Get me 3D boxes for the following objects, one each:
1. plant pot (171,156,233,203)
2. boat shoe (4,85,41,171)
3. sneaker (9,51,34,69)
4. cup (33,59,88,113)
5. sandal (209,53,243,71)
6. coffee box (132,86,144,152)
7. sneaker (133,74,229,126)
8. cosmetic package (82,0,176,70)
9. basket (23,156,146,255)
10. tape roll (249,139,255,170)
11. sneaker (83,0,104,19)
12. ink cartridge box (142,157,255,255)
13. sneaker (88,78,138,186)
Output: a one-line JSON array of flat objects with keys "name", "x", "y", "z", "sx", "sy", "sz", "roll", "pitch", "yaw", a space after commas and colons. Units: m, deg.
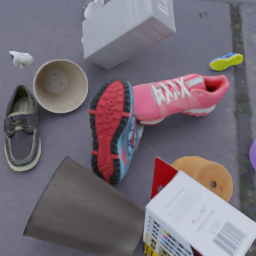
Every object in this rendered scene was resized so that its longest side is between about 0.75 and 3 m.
[{"name": "plant pot", "x": 1.462, "y": 1.136, "z": 5.584, "sx": 1.238, "sy": 0.867, "sz": 1.238, "roll": 4, "pitch": 76, "yaw": -16}, {"name": "boat shoe", "x": -2.739, "y": -0.083, "z": 7.066, "sx": 0.911, "sy": 0.806, "sz": 2.488, "roll": -12, "pitch": 51, "yaw": -11}, {"name": "sneaker", "x": -2.766, "y": -1.822, "z": 7.311, "sx": 0.422, "sy": 0.391, "sz": 1.041, "roll": -21, "pitch": 7, "yaw": -3}, {"name": "cup", "x": -1.949, "y": -1.236, "z": 7.818, "sx": 1.433, "sy": 1.433, "sz": 1.025, "roll": -20, "pitch": 25, "yaw": -17}, {"name": "sandal", "x": 3.125, "y": -2.169, "z": 9.062, "sx": 1.039, "sy": 0.413, "sz": 0.452, "roll": -14, "pitch": 38, "yaw": -2}, {"name": "coffee box", "x": 0.011, "y": -0.309, "z": 7.307, "sx": 0.941, "sy": 0.656, "sz": 1.646, "roll": 16, "pitch": 51, "yaw": 3}, {"name": "sneaker", "x": 1.171, "y": -0.879, "z": 6.747, "sx": 2.912, "sy": 1.263, "sz": 1.073, "roll": -10, "pitch": 70, "yaw": -26}, {"name": "cosmetic package", "x": -0.084, "y": -2.940, "z": 8.174, "sx": 1.208, "sy": 2.679, "sz": 1.431, "roll": 13, "pitch": 67, "yaw": -45}, {"name": "basket", "x": -0.672, "y": 1.575, "z": 5.172, "sx": 1.804, "sy": 1.227, "sz": 1.627, "roll": 25, "pitch": 50, "yaw": -2}, {"name": "tape roll", "x": 3.742, "y": 0.663, "z": 6.637, "sx": 1.529, "sy": 0.502, "sz": 1.529, "roll": -1, "pitch": 50, "yaw": 1}, {"name": "sneaker", "x": -1.520, "y": -4.820, "z": 11.415, "sx": 0.687, "sy": 0.646, "sz": 1.678, "roll": -8, "pitch": 43, "yaw": 28}, {"name": "ink cartridge box", "x": 0.846, "y": 1.744, "z": 4.672, "sx": 1.809, "sy": 2.060, "sz": 0.864, "roll": 35, "pitch": 58, "yaw": 27}, {"name": "sneaker", "x": -0.251, "y": 0.022, "z": 5.973, "sx": 0.897, "sy": 2.262, "sz": 1.081, "roll": 16, "pitch": 21, "yaw": 20}]
